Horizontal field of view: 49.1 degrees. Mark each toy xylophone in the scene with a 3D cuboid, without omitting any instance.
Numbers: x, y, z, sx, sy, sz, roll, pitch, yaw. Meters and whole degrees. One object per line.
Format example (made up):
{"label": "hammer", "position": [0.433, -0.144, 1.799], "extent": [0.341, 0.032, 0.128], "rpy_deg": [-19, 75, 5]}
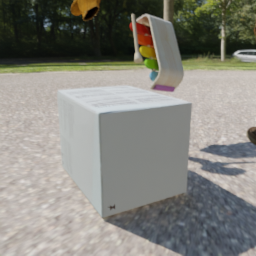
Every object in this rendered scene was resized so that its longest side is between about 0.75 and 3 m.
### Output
{"label": "toy xylophone", "position": [0.811, -2.498, 8.781], "extent": [1.998, 2.729, 0.686], "rpy_deg": [12, -26, -31]}

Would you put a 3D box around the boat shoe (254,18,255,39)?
{"label": "boat shoe", "position": [4.249, -3.106, 8.981], "extent": [0.375, 1.042, 0.354], "rpy_deg": [-16, 31, -18]}

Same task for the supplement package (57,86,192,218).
{"label": "supplement package", "position": [-0.227, 0.238, 6.066], "extent": [1.919, 1.933, 2.547], "rpy_deg": [-9, 18, -27]}

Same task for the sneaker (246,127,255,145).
{"label": "sneaker", "position": [4.357, 0.186, 8.133], "extent": [0.824, 0.884, 2.341], "rpy_deg": [-4, 17, -13]}

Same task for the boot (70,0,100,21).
{"label": "boot", "position": [-1.281, -3.412, 8.096], "extent": [1.257, 0.900, 0.442], "rpy_deg": [-24, -35, 39]}
